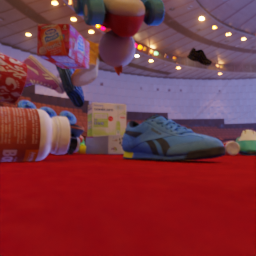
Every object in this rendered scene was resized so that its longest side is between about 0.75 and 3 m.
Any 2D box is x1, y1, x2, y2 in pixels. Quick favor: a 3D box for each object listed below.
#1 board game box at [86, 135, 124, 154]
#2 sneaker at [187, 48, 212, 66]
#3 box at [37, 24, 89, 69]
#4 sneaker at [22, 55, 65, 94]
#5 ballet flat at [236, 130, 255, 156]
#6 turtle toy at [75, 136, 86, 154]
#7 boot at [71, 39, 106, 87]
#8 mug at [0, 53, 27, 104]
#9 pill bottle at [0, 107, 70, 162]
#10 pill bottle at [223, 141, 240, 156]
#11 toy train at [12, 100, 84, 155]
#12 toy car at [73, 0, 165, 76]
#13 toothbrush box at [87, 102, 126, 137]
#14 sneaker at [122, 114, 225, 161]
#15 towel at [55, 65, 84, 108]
[{"bbox_3d":[-0.278,0.701,11.419,2.374,0.763,1.752,4,-5,-37],"label":"board game box"},{"bbox_3d":[3.014,-2.918,11.517,1.169,0.531,0.444,13,24,-26],"label":"sneaker"},{"bbox_3d":[-1.819,-2.305,8.162,0.917,0.878,1.839,3,1,9],"label":"box"},{"bbox_3d":[-3.728,-1.921,11.810,2.073,1.182,0.751,41,-21,-11],"label":"sneaker"},{"bbox_3d":[4.245,0.520,10.028,0.858,0.897,2.548,-1,-4,16],"label":"ballet flat"},{"bbox_3d":[-2.435,0.655,12.064,1.323,0.918,1.816,0,-4,-6],"label":"turtle toy"},{"bbox_3d":[-1.792,-2.517,10.570,1.685,0.828,2.354,28,52,22],"label":"boot"},{"bbox_3d":[-4.909,-2.155,9.182,2.781,2.468,1.855,17,-32,-37],"label":"mug"},{"bbox_3d":[-1.968,0.120,4.988,1.715,0.962,0.962,2,-5,-29],"label":"pill bottle"},{"bbox_3d":[3.450,0.700,9.530,0.471,0.471,0.834,0,-5,7],"label":"pill bottle"},{"bbox_3d":[-3.004,0.138,10.075,2.988,1.707,1.295,15,-50,-38],"label":"toy train"},{"bbox_3d":[-0.351,-2.456,7.492,1.930,2.094,1.852,-9,37,-23],"label":"toy car"},{"bbox_3d":[-1.052,0.038,13.737,1.738,2.387,1.028,3,-7,-20],"label":"toothbrush box"},{"bbox_3d":[0.705,0.162,5.394,0.811,0.965,2.460,6,-5,-37],"label":"sneaker"},{"bbox_3d":[-2.611,-2.297,12.407,0.655,2.698,1.507,-24,-25,-1],"label":"towel"}]
